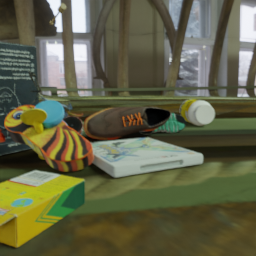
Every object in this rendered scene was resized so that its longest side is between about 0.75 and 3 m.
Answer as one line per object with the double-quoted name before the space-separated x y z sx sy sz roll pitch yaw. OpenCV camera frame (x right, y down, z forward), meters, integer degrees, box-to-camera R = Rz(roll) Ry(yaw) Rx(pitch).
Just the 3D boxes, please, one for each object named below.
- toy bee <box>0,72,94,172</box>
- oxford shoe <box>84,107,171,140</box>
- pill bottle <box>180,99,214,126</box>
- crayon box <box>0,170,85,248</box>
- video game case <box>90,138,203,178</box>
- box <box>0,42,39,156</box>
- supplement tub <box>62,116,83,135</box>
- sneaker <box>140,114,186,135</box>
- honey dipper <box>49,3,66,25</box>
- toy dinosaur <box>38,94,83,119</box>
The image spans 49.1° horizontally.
"toy bee" -1.847 0.094 5.572 1.343 1.617 2.471 -33 41 -21
"oxford shoe" 0.026 -0.263 8.258 2.683 0.955 0.973 -12 -4 -28
"pill bottle" 2.864 -0.648 11.625 1.019 1.019 1.812 -1 9 -6
"crayon box" -1.285 0.918 3.326 0.913 0.365 1.438 5 9 25
"video game case" 0.147 0.557 6.160 1.991 0.240 2.185 -4 9 -27
"box" -3.285 -0.683 6.614 1.369 2.557 1.897 6 10 34
"supplement tub" -1.368 0.174 6.638 0.522 0.522 0.977 -3 -30 -18
"sneaker" 1.082 -0.157 9.718 1.787 0.665 0.782 -3 4 -18
"honey dipper" -1.909 -3.010 7.509 0.172 0.172 0.907 -6 -9 -35
"toy dinosaur" -3.785 -0.658 13.806 2.059 1.191 2.269 -5 -29 32
